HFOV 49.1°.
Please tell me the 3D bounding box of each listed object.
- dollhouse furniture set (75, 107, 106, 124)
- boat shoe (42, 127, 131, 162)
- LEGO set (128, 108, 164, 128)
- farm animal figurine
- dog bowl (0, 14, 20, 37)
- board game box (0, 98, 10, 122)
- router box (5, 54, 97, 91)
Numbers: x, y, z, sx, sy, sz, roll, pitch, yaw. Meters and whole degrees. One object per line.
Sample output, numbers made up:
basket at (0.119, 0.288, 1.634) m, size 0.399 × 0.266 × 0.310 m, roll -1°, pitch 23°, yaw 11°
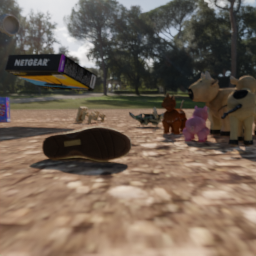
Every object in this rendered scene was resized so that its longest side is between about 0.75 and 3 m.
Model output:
dollhouse furniture set at (-1.683, -0.410, 11.955) m, size 1.023 × 0.666 × 0.940 m, roll 26°, pitch 17°, yaw 25°
boat shoe at (-0.545, 0.217, 3.976) m, size 1.271 × 0.469 × 0.470 m, roll 1°, pitch -1°, yaw 14°
LEGO set at (0.790, -0.239, 9.990) m, size 1.391 × 0.607 × 2.142 m, roll 3°, pitch -7°, yaw 15°
farm animal figurine at (2.293, -0.574, 6.675) m, size 2.965 × 1.563 × 2.998 m, roll -2°, pitch 5°, yaw -27°
dog bowl at (-4.358, -3.786, 10.327) m, size 0.235 × 0.802 × 0.802 m, roll 12°, pitch 11°, yaw 33°
board game box at (-6.067, -0.794, 12.315) m, size 1.606 × 1.080 × 0.360 m, roll 1°, pitch 5°, yaw 1°
router box at (-2.910, -2.077, 10.667) m, size 2.756 × 0.704 × 2.055 m, roll 7°, pitch -9°, yaw 30°
